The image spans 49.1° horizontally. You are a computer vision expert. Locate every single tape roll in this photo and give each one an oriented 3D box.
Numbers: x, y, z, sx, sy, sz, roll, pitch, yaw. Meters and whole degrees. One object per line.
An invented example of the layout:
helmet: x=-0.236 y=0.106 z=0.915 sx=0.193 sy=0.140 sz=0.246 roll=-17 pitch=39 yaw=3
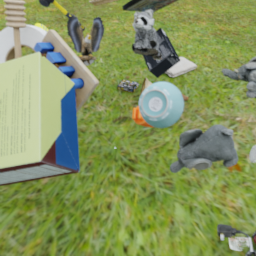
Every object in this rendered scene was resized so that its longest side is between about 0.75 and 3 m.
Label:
tape roll: x=-3.291 y=-2.005 z=9.143 sx=2.595 sy=2.595 sz=0.474 roll=10 pitch=18 yaw=12

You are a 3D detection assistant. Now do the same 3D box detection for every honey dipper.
honey dipper: x=-3.246 y=-2.166 z=8.341 sx=0.567 sy=2.987 sz=0.567 roll=3 pitch=24 yaw=-1

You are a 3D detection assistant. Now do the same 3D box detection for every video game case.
video game case: x=0.936 y=-4.823 z=10.700 sx=1.614 sy=0.228 sz=1.786 roll=-14 pitch=8 yaw=-35

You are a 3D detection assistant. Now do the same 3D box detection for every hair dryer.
hair dryer: x=3.249 y=3.224 z=6.685 sx=2.259 sy=0.614 sz=1.721 roll=0 pitch=58 yaw=7

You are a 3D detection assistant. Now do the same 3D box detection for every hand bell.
hand bell: x=1.569 y=-1.422 z=11.869 sx=1.992 sy=1.037 sz=1.037 roll=11 pitch=40 yaw=-7

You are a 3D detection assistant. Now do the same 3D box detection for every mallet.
mallet: x=-2.119 y=-3.715 z=9.131 sx=0.369 sy=1.795 sz=0.591 roll=6 pitch=62 yaw=44

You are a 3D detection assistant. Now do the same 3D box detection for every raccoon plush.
raccoon plush: x=0.530 y=-2.575 z=7.835 sx=0.750 sy=1.038 sz=1.549 roll=1 pitch=-1 yaw=14

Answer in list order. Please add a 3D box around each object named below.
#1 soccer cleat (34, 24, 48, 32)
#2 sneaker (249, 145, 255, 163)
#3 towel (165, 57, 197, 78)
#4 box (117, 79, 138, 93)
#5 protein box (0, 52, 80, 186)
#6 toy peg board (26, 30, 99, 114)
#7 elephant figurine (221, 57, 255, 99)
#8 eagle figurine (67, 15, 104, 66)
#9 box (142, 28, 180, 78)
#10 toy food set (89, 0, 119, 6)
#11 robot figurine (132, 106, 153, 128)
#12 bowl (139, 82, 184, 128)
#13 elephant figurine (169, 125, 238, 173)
soccer cleat: x=-3.188 y=-3.528 z=10.539 sx=1.220 sy=0.394 sz=0.510 roll=52 pitch=16 yaw=14
sneaker: x=3.692 y=0.572 z=7.498 sx=0.507 sy=1.145 sz=0.431 roll=13 pitch=44 yaw=-2
towel: x=2.457 y=-3.032 z=13.981 sx=1.710 sy=0.295 sz=1.134 roll=-24 pitch=48 yaw=-25
box: x=-0.019 y=-1.899 z=12.727 sx=0.819 sy=0.202 sz=0.654 roll=15 pitch=41 yaw=16
protein box: x=-2.476 y=-0.039 z=6.124 sx=2.282 sy=1.540 sz=2.266 roll=-12 pitch=70 yaw=14
toy peg board: x=-2.304 y=-1.237 z=7.893 sx=2.124 sy=2.116 sz=1.039 roll=49 pitch=32 yaw=9
elephant figurine: x=2.771 y=-1.202 z=6.230 sx=0.855 sy=0.780 sz=1.103 roll=11 pitch=38 yaw=-15
eagle figurine: x=-1.248 y=-2.599 z=8.342 sx=1.006 sy=1.011 sz=1.333 roll=-15 pitch=71 yaw=35
box: x=1.228 y=-3.018 z=11.277 sx=1.181 sy=0.660 sz=1.673 roll=-33 pitch=50 yaw=22
toy food set: x=-0.454 y=-4.646 z=9.655 sx=1.926 sy=0.473 sz=1.945 roll=-26 pitch=28 yaw=-22
robot figurine: x=0.528 y=-0.316 z=7.826 sx=0.979 sy=0.704 sz=0.571 roll=13 pitch=40 yaw=-46
bowl: x=0.575 y=-0.464 z=5.461 sx=0.936 sy=0.936 sz=0.489 roll=19 pitch=7 yaw=21
elephant figurine: x=1.575 y=0.570 z=6.337 sx=1.550 sy=1.202 sz=1.097 roll=-19 pitch=21 yaw=10
